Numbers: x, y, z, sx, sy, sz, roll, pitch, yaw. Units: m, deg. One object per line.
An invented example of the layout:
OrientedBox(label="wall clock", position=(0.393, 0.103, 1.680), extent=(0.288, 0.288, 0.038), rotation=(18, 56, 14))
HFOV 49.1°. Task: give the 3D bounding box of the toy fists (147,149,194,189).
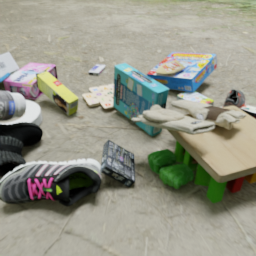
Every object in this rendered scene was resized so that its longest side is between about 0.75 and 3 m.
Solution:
OrientedBox(label="toy fists", position=(1.140, 1.187, 8.191), extent=(0.806, 0.544, 1.581), rotation=(-9, 32, -26))

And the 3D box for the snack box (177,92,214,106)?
OrientedBox(label="snack box", position=(2.838, -1.136, 11.909), extent=(0.917, 0.342, 1.289), rotation=(-19, 36, -28))

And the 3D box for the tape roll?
OrientedBox(label="tape roll", position=(-4.523, -0.350, 10.611), extent=(2.425, 0.443, 2.425), rotation=(-1, 33, 0))

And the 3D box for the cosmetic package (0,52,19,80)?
OrientedBox(label="cosmetic package", position=(-6.295, -2.671, 13.177), extent=(1.524, 0.937, 1.519), rotation=(-18, 16, 42))

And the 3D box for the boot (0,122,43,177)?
OrientedBox(label="boot", position=(-3.337, 0.663, 8.574), extent=(2.249, 0.846, 1.681), rotation=(-3, 41, -51))

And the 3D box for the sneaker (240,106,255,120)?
OrientedBox(label="sneaker", position=(5.079, -0.460, 10.626), extent=(0.805, 0.606, 1.721), rotation=(-31, 41, -30))

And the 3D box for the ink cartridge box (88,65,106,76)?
OrientedBox(label="ink cartridge box", position=(-1.658, -3.129, 15.115), extent=(0.551, 0.216, 1.164), rotation=(9, 36, 15))

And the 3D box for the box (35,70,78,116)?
OrientedBox(label="box", position=(-2.913, -1.451, 11.407), extent=(2.106, 0.793, 0.528), rotation=(40, 52, 21))

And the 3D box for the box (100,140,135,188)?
OrientedBox(label="box", position=(-0.275, 1.013, 8.177), extent=(1.012, 0.275, 1.263), rotation=(31, 28, -19))

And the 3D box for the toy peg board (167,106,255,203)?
OrientedBox(label="toy peg board", position=(2.796, 0.718, 8.209), extent=(2.735, 1.343, 2.746), rotation=(-11, 35, -20))

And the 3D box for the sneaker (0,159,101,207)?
OrientedBox(label="sneaker", position=(-1.906, 1.441, 7.131), extent=(2.741, 1.011, 1.199), rotation=(-6, 13, -18))

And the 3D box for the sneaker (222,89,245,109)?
OrientedBox(label="sneaker", position=(4.479, -1.241, 11.616), extent=(0.791, 0.841, 2.053), rotation=(16, 36, 23))

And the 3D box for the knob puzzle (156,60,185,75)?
OrientedBox(label="knob puzzle", position=(1.855, -2.656, 12.750), extent=(1.340, 0.186, 1.340), rotation=(-11, 36, 8))

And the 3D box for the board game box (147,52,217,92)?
OrientedBox(label="board game box", position=(2.560, -2.728, 13.320), extent=(2.442, 0.682, 2.391), rotation=(15, 46, 38))

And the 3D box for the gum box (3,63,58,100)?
OrientedBox(label="gum box", position=(-4.515, -2.209, 13.121), extent=(1.407, 0.820, 2.479), rotation=(7, 34, 11))

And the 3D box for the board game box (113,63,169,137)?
OrientedBox(label="board game box", position=(0.363, -1.071, 10.198), extent=(0.553, 1.779, 2.357), rotation=(-23, 45, -32))

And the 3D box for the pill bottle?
OrientedBox(label="pill bottle", position=(-3.876, -0.629, 8.199), extent=(0.917, 0.917, 1.612), rotation=(18, 15, 25))

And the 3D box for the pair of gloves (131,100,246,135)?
OrientedBox(label="pair of gloves", position=(1.751, -0.289, 7.924), extent=(2.739, 0.480, 2.329), rotation=(-14, 23, -40))

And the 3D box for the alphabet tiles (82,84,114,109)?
OrientedBox(label="alphabet tiles", position=(-0.761, -1.416, 12.463), extent=(2.397, 0.175, 2.344), rotation=(-13, 32, -21))

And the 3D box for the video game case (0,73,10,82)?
OrientedBox(label="video game case", position=(-6.077, -1.799, 12.325), extent=(1.678, 0.149, 1.201), rotation=(-24, 25, 24))
